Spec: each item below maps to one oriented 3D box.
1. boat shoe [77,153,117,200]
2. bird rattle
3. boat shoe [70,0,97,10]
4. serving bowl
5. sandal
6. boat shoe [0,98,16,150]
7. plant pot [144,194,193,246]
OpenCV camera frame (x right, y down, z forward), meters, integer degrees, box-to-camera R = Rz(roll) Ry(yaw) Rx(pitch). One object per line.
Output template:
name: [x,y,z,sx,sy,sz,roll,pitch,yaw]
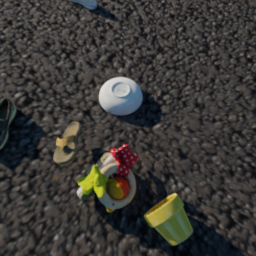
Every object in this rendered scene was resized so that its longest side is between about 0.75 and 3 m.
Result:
boat shoe: [-1.144,1.745,10.267,0.707,0.773,2.068,34,57,24]
bird rattle: [-0.492,1.818,9.904,2.399,1.351,1.956,-30,100,-41]
boat shoe: [-2.663,-7.349,15.569,2.164,0.711,0.779,38,66,20]
serving bowl: [-0.326,-1.496,12.190,1.917,0.631,1.917,0,60,-1]
sandal: [-2.262,0.463,10.297,0.852,0.573,2.122,-8,43,17]
boat shoe: [-5.264,-0.144,11.304,0.874,0.774,2.387,3,60,2]
plant pot: [1.401,3.067,9.200,1.348,1.348,1.268,-31,80,-17]
